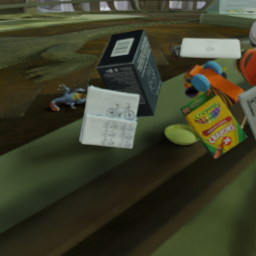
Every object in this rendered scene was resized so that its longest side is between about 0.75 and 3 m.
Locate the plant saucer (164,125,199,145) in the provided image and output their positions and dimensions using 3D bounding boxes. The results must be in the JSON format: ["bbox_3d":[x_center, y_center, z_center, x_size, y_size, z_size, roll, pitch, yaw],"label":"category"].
[{"bbox_3d":[2.238,0.306,11.583,1.471,0.229,1.471,0,29,0],"label":"plant saucer"}]

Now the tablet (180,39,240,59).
[{"bbox_3d":[2.063,-2.021,7.065,1.417,0.097,0.922,5,45,13],"label":"tablet"}]

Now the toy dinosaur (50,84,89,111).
[{"bbox_3d":[-2.868,-1.362,14.282,2.059,1.191,2.269,-17,-11,1],"label":"toy dinosaur"}]

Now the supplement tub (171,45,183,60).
[{"bbox_3d":[2.292,-3.202,11.620,0.977,0.522,0.522,-12,25,21],"label":"supplement tub"}]

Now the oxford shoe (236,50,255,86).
[{"bbox_3d":[3.736,-1.847,8.616,0.973,0.955,2.683,36,16,35],"label":"oxford shoe"}]

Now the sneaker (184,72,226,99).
[{"bbox_3d":[3.120,-1.697,11.255,1.787,0.665,0.782,-29,-5,16],"label":"sneaker"}]

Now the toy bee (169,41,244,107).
[{"bbox_3d":[2.336,-1.524,8.728,1.617,1.343,2.471,-25,75,-10],"label":"toy bee"}]

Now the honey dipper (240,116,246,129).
[{"bbox_3d":[3.747,-0.355,8.950,0.172,0.172,0.907,20,71,31],"label":"honey dipper"}]

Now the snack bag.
[{"bbox_3d":[-0.411,-0.224,6.745,1.331,1.412,0.151,8,13,-14],"label":"snack bag"}]

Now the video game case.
[{"bbox_3d":[4.270,-0.501,7.606,1.991,2.185,0.240,-29,30,12],"label":"video game case"}]

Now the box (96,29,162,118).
[{"bbox_3d":[0.169,-1.901,10.264,1.369,2.557,1.897,-2,49,24],"label":"box"}]

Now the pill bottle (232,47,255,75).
[{"bbox_3d":[4.687,-2.497,10.598,1.019,1.019,1.812,-2,8,-3],"label":"pill bottle"}]

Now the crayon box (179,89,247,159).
[{"bbox_3d":[1.997,-0.111,6.664,0.913,1.438,0.365,-35,-1,1],"label":"crayon box"}]

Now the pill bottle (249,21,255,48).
[{"bbox_3d":[5.054,-3.440,10.488,0.950,0.950,1.668,15,6,24],"label":"pill bottle"}]
